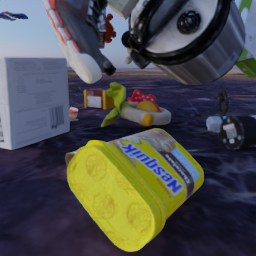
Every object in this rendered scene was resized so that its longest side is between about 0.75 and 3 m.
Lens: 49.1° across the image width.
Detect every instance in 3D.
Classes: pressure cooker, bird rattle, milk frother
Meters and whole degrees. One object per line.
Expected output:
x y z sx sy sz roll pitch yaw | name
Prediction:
1.508 -2.697 7.269 2.669 2.628 2.988 5 -5 34 | pressure cooker
0.416 -0.490 9.403 2.167 1.497 2.658 24 12 37 | bird rattle
2.901 -0.236 6.864 1.301 1.384 1.249 -4 9 -20 | milk frother

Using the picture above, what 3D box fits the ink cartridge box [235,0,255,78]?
3.948 -3.000 9.237 2.334 1.725 0.884 28 -14 -28 | ink cartridge box

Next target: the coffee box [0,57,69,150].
-3.119 -0.824 7.652 2.126 2.150 2.147 6 14 27 | coffee box

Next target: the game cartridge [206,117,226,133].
3.410 -0.102 8.690 1.845 0.373 1.230 3 9 11 | game cartridge

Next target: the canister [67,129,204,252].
0.211 0.619 3.615 1.218 0.710 1.640 46 29 18 | canister

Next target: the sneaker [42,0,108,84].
-0.855 -2.171 4.977 1.196 2.921 1.126 -22 -19 -8 | sneaker

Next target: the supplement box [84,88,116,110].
-1.228 -1.429 13.490 1.284 0.852 1.266 8 15 32 | supplement box

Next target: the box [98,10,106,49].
-0.933 -3.468 8.913 0.372 1.496 1.180 -2 -8 -8 | box

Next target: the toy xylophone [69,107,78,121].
-2.441 -0.465 10.224 1.066 0.366 1.456 10 16 37 | toy xylophone

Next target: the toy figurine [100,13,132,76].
-0.406 -3.404 10.242 2.546 2.507 1.771 -6 -22 25 | toy figurine

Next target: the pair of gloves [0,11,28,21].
-3.907 -3.719 9.274 1.114 0.127 0.896 5 10 27 | pair of gloves

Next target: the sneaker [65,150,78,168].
-0.332 0.597 4.889 1.651 0.554 0.741 8 18 42 | sneaker

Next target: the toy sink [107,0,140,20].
-0.124 -2.825 6.138 0.490 0.571 0.875 37 13 -1 | toy sink
